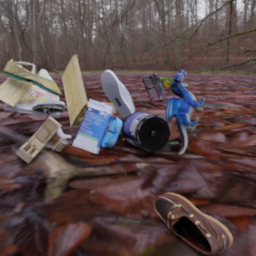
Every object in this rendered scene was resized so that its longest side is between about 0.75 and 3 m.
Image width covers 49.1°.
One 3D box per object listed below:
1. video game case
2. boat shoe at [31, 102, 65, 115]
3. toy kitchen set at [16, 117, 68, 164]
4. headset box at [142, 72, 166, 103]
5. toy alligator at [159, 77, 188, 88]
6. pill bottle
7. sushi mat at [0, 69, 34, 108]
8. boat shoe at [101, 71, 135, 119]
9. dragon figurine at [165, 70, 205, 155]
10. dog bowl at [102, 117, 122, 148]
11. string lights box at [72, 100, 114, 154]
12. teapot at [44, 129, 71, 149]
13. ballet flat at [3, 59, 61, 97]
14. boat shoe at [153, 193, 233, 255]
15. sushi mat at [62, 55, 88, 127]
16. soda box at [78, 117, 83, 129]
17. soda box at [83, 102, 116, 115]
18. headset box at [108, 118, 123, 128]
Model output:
[{"bbox_3d":[-3.496,-1.078,10.407,1.825,0.230,2.006,9,30,-21],"label":"video game case"},{"bbox_3d":[-2.673,-0.640,9.307,1.117,0.395,0.355,-6,55,3],"label":"boat shoe"},{"bbox_3d":[-2.450,0.485,8.390,0.955,1.171,1.056,41,11,-9],"label":"toy kitchen set"},{"bbox_3d":[0.887,-1.302,9.332,0.368,0.954,0.710,-19,10,28],"label":"headset box"},{"bbox_3d":[1.487,-1.765,10.760,1.628,0.391,0.540,-3,17,-4],"label":"toy alligator"},{"bbox_3d":[0.453,0.073,9.197,1.140,1.140,2.038,-5,8,-19],"label":"pill bottle"},{"bbox_3d":[-3.770,-1.423,9.492,0.785,0.099,1.640,29,52,-6],"label":"sushi mat"},{"bbox_3d":[-0.407,-1.461,12.010,0.832,2.260,0.739,-12,23,30],"label":"boat shoe"},{"bbox_3d":[1.594,-0.497,8.885,1.321,2.657,0.782,18,-10,12],"label":"dragon figurine"},{"bbox_3d":[-0.520,0.166,9.259,0.264,1.066,0.594,22,-1,-25],"label":"dog bowl"},{"bbox_3d":[-0.819,-0.022,6.688,0.602,1.172,0.345,19,-7,4],"label":"string lights box"},{"bbox_3d":[-2.519,0.275,9.285,0.850,0.861,0.629,-41,-2,7],"label":"teapot"},{"bbox_3d":[-3.070,-1.698,9.197,2.055,0.726,0.726,22,17,4],"label":"ballet flat"},{"bbox_3d":[0.945,1.577,4.744,0.551,0.552,1.567,-7,16,-37],"label":"boat shoe"},{"bbox_3d":[-1.979,-1.398,10.208,0.157,1.242,2.597,9,47,-34],"label":"sushi mat"},{"bbox_3d":[-1.544,-0.274,11.974,0.554,0.524,1.636,5,15,16],"label":"soda box"},{"bbox_3d":[-1.518,-1.058,14.950,1.729,0.554,0.586,3,14,14],"label":"soda box"},{"bbox_3d":[-0.423,-0.175,12.008,0.612,0.317,0.822,7,17,25],"label":"headset box"}]
